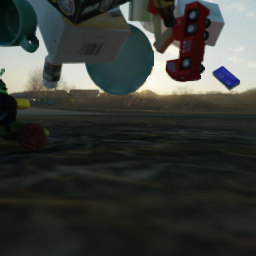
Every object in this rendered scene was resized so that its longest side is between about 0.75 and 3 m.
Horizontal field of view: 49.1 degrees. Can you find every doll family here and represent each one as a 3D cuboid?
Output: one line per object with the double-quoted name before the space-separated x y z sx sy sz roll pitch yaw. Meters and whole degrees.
"doll family" -1.807 -0.120 2.648 1.380 0.937 2.388 8 12 36

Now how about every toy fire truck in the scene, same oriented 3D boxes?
"toy fire truck" 1.183 -2.403 7.216 0.611 2.505 1.766 8 -1 -41

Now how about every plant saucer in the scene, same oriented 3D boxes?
"plant saucer" -0.343 -2.811 11.508 2.879 2.879 0.517 1 13 9

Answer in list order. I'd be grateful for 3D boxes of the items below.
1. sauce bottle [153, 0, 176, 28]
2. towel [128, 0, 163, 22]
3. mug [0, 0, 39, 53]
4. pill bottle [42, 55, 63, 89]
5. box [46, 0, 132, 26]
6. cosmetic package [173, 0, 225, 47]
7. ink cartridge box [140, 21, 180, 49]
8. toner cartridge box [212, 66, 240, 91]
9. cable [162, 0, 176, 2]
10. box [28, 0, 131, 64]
"sauce bottle" 0.754 -2.770 6.023 0.471 0.471 1.426 1 -24 19
"towel" 0.737 -3.885 8.712 1.478 1.103 0.227 -4 39 -7
"mug" -2.641 -2.334 6.397 1.147 1.396 0.863 -8 15 18
"pill bottle" -2.476 -1.822 9.124 0.570 1.001 0.570 13 40 -12
"box" -0.863 -3.205 5.540 2.468 1.977 0.546 -42 -7 -39
"cosmetic package" 1.973 -3.122 8.125 1.254 0.773 1.258 10 45 -5
"ink cartridge box" 1.399 -3.860 10.353 1.718 0.992 2.361 25 23 -14
"toner cartridge box" 3.893 -1.991 11.147 0.522 1.099 0.237 -32 -37 0
"cable" 0.759 -2.911 3.980 0.523 2.057 1.679 32 46 30
"box" -1.425 -3.186 7.788 1.939 2.546 1.354 -10 -24 -34
